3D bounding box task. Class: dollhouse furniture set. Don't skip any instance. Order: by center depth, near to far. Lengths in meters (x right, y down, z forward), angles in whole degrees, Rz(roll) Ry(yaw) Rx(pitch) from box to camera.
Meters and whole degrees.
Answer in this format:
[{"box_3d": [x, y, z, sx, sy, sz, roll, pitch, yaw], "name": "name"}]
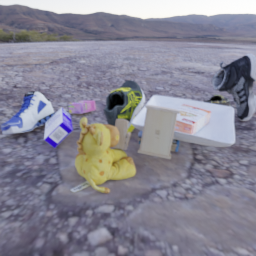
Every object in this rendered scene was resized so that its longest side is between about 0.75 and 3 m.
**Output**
[{"box_3d": [0.648, -0.089, 8.216, 1.858, 1.285, 1.969, 11, 11, 9], "name": "dollhouse furniture set"}]

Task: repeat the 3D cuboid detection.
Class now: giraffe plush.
[{"box_3d": [-0.743, 0.530, 6.974, 1.624, 1.527, 1.883, 12, 25, 28], "name": "giraffe plush"}]

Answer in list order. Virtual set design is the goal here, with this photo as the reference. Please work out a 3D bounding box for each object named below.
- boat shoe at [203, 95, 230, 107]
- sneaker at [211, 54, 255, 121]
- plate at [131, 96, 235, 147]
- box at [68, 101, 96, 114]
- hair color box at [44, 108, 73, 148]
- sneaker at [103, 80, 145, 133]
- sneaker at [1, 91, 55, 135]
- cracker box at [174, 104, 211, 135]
[{"box_3d": [3.856, -1.066, 12.103, 0.784, 0.662, 2.200, 10, 23, 37], "name": "boat shoe"}, {"box_3d": [3.918, -1.375, 10.474, 1.503, 2.642, 0.997, -10, 31, -2], "name": "sneaker"}, {"box_3d": [1.805, -0.238, 8.723, 2.810, 0.455, 2.816, 11, 27, 15], "name": "plate"}, {"box_3d": [-1.941, -0.884, 11.813, 0.749, 0.412, 0.852, 4, 17, 40], "name": "box"}, {"box_3d": [-2.307, -0.035, 9.266, 0.829, 0.492, 1.517, -43, 26, 5], "name": "hair color box"}, {"box_3d": [-0.115, -0.995, 10.015, 1.091, 1.240, 2.930, -9, 40, 17], "name": "sneaker"}, {"box_3d": [-3.545, -0.602, 9.932, 0.911, 1.303, 2.256, -7, 13, 33], "name": "sneaker"}, {"box_3d": [1.765, -0.265, 8.458, 0.964, 0.415, 1.439, 19, 30, 31], "name": "cracker box"}]
